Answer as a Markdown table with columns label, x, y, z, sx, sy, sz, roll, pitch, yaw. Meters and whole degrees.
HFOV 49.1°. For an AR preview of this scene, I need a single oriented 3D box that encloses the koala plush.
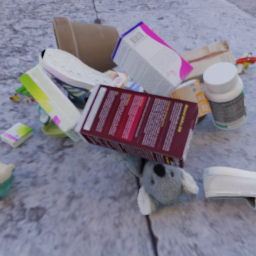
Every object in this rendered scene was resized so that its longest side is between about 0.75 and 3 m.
| label | x | y | z | sx | sy | sz | roll | pitch | yaw |
| --- | --- | --- | --- | --- | --- | --- | --- | --- | --- |
| koala plush | 0.804 | 1.120 | 7.825 | 1.995 | 2.068 | 2.250 | -24 | 64 | -7 |

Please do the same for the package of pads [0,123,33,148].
| label | x | y | z | sx | sy | sz | roll | pitch | yaw |
| --- | --- | --- | --- | --- | --- | --- | --- | --- | --- |
| package of pads | -3.880 | 0.239 | 9.751 | 0.689 | 0.304 | 0.892 | 23 | 45 | 23 |

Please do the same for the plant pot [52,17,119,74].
| label | x | y | z | sx | sy | sz | roll | pitch | yaw |
| --- | --- | --- | --- | --- | --- | --- | --- | --- | --- |
| plant pot | -1.492 | -2.966 | 10.658 | 2.288 | 2.624 | 2.624 | -14 | 42 | -12 |

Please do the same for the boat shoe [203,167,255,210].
| label | x | y | z | sx | sy | sz | roll | pitch | yaw |
| --- | --- | --- | --- | --- | --- | --- | --- | --- | --- |
| boat shoe | 3.452 | 1.730 | 7.584 | 2.824 | 1.017 | 0.967 | 11 | 69 | -4 |

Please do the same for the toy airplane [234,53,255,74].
| label | x | y | z | sx | sy | sz | roll | pitch | yaw |
| --- | --- | --- | --- | --- | --- | --- | --- | --- | --- |
| toy airplane | 5.503 | -3.084 | 13.434 | 1.103 | 0.779 | 1.099 | -38 | 30 | 10 |

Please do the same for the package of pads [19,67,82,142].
| label | x | y | z | sx | sy | sz | roll | pitch | yaw |
| --- | --- | --- | --- | --- | --- | --- | --- | --- | --- |
| package of pads | -2.074 | -0.645 | 8.369 | 0.734 | 1.663 | 2.152 | -41 | 78 | -6 |

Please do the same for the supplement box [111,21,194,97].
| label | x | y | z | sx | sy | sz | roll | pitch | yaw |
| --- | --- | --- | --- | --- | --- | --- | --- | --- | --- |
| supplement box | 0.660 | -1.824 | 7.923 | 2.003 | 1.035 | 1.013 | 43 | 60 | 5 |

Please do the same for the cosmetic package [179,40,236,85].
| label | x | y | z | sx | sy | sz | roll | pitch | yaw |
| --- | --- | --- | --- | --- | --- | --- | --- | --- | --- |
| cosmetic package | 2.468 | -2.168 | 10.061 | 2.271 | 1.174 | 0.991 | -18 | 79 | -4 |

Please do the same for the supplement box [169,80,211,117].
| label | x | y | z | sx | sy | sz | roll | pitch | yaw |
| --- | --- | --- | --- | --- | --- | --- | --- | --- | --- |
| supplement box | 1.583 | -0.698 | 9.190 | 1.845 | 1.163 | 0.678 | -25 | 10 | 0 |

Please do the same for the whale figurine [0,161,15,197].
| label | x | y | z | sx | sy | sz | roll | pitch | yaw |
| --- | --- | --- | --- | --- | --- | --- | --- | --- | --- |
| whale figurine | -3.898 | 1.465 | 8.079 | 1.315 | 0.857 | 1.653 | -19 | 20 | -25 |

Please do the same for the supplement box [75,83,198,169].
| label | x | y | z | sx | sy | sz | roll | pitch | yaw |
| --- | --- | --- | --- | --- | --- | --- | --- | --- | --- |
| supplement box | 0.227 | -0.093 | 6.740 | 2.615 | 0.796 | 1.423 | 14 | 70 | 19 |

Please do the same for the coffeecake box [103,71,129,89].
| label | x | y | z | sx | sy | sz | roll | pitch | yaw |
| --- | --- | --- | --- | --- | --- | --- | --- | --- | --- |
| coffeecake box | -1.011 | -1.863 | 11.951 | 1.770 | 0.647 | 1.359 | 15 | 43 | 17 |

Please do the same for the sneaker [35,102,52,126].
| label | x | y | z | sx | sy | sz | roll | pitch | yaw |
| --- | --- | --- | --- | --- | --- | --- | --- | --- | --- |
| sneaker | -3.044 | -0.636 | 9.893 | 0.507 | 0.564 | 1.306 | -29 | 52 | 13 |

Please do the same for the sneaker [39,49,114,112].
| label | x | y | z | sx | sy | sz | roll | pitch | yaw |
| --- | --- | --- | --- | --- | --- | --- | --- | --- | --- |
| sneaker | -1.925 | -1.314 | 9.305 | 2.587 | 1.894 | 1.042 | 23 | 51 | -24 |

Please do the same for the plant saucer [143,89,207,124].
| label | x | y | z | sx | sy | sz | roll | pitch | yaw |
| --- | --- | --- | --- | --- | --- | --- | --- | --- | --- |
| plant saucer | 1.901 | -1.244 | 10.796 | 2.656 | 0.486 | 2.656 | 6 | 52 | -8 |

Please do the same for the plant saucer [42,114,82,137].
| label | x | y | z | sx | sy | sz | roll | pitch | yaw |
| --- | --- | --- | --- | --- | --- | --- | --- | --- | --- |
| plant saucer | -2.190 | -0.064 | 9.857 | 1.612 | 0.250 | 1.612 | -8 | 25 | 4 |

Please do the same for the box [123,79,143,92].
| label | x | y | z | sx | sy | sz | roll | pitch | yaw |
| --- | --- | --- | --- | --- | --- | --- | --- | --- | --- |
| box | 1.307 | -1.438 | 11.464 | 2.613 | 0.623 | 1.594 | 21 | 45 | 23 |

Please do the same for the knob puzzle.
| label | x | y | z | sx | sy | sz | roll | pitch | yaw |
| --- | --- | --- | --- | --- | --- | --- | --- | --- | --- |
| knob puzzle | -1.325 | -1.245 | 10.851 | 2.180 | 0.302 | 2.180 | -6 | 61 | 10 |

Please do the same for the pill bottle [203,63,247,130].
| label | x | y | z | sx | sy | sz | roll | pitch | yaw |
| --- | --- | --- | --- | --- | --- | --- | --- | --- | --- |
| pill bottle | 3.312 | -1.044 | 9.566 | 1.246 | 2.203 | 1.246 | -16 | 46 | 17 |

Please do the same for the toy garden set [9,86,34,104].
| label | x | y | z | sx | sy | sz | roll | pitch | yaw |
| --- | --- | --- | --- | --- | --- | --- | --- | --- | --- |
| toy garden set | -4.140 | -1.311 | 11.632 | 1.285 | 0.256 | 1.071 | 17 | 41 | 18 |

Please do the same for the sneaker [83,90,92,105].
| label | x | y | z | sx | sy | sz | roll | pitch | yaw |
| --- | --- | --- | --- | --- | --- | --- | --- | --- | --- |
| sneaker | -0.727 | -0.395 | 8.188 | 1.659 | 0.618 | 0.702 | 46 | 30 | 7 |

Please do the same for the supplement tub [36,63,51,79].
| label | x | y | z | sx | sy | sz | roll | pitch | yaw |
| --- | --- | --- | --- | --- | --- | --- | --- | --- | --- |
| supplement tub | -3.809 | -2.422 | 12.503 | 0.783 | 0.783 | 1.080 | 1 | 40 | 1 |
